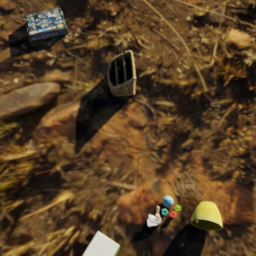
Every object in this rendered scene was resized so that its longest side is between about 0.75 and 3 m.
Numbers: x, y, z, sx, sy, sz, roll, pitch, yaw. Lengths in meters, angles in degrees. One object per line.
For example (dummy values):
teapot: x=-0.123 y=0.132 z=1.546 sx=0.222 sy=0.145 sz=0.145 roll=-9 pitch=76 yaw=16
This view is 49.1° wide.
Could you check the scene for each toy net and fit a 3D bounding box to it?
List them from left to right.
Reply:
toy net: x=1.004 y=2.530 z=8.203 sx=1.096 sy=0.212 sz=0.575 roll=-41 pitch=85 yaw=-16

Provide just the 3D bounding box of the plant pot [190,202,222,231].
plant pot: x=2.223 y=2.447 z=7.898 sx=0.850 sy=0.850 sz=0.603 roll=12 pitch=57 yaw=6

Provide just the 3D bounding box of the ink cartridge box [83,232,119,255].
ink cartridge box: x=-0.885 y=3.592 z=7.527 sx=0.703 sy=0.401 sz=1.354 roll=29 pitch=67 yaw=14

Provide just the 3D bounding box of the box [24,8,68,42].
box: x=-3.397 y=-4.270 z=11.563 sx=1.560 sy=0.359 sz=1.240 roll=-16 pitch=64 yaw=-8

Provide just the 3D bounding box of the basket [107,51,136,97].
basket: x=-0.267 y=-1.942 z=10.009 sx=0.980 sy=1.023 sz=1.373 roll=-4 pitch=64 yaw=-2
